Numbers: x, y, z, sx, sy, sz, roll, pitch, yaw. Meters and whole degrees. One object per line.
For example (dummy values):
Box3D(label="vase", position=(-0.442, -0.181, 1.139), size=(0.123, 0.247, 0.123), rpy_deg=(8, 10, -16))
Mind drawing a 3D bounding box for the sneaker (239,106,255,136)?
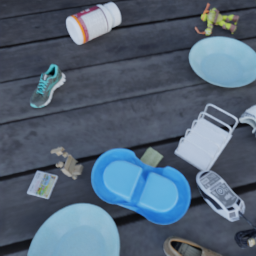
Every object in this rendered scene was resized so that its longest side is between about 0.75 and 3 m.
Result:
Box3D(label="sneaker", position=(5.212, 0.384, 9.708), size=(1.174, 1.115, 2.917), rpy_deg=(-31, 58, -4))

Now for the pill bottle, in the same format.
Box3D(label="pill bottle", position=(-1.548, -4.810, 12.793), size=(2.278, 1.248, 1.248), rpy_deg=(-32, 63, -19))

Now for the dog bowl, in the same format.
Box3D(label="dog bowl", position=(0.354, 1.777, 8.510), size=(2.981, 0.739, 1.662), rpy_deg=(22, 72, 6))

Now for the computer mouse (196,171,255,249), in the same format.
Box3D(label="computer mouse", position=(3.037, 2.374, 8.557), size=(1.389, 0.556, 2.534), rpy_deg=(-22, 57, -31))

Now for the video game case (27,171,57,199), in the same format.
Box3D(label="video game case", position=(-2.804, 1.865, 9.197), size=(0.729, 0.092, 0.801), rpy_deg=(12, 57, 8))

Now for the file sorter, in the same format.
Box3D(label="file sorter", position=(2.681, 0.314, 9.567), size=(1.281, 1.150, 1.847), rpy_deg=(33, 63, 20))

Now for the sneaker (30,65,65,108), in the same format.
Box3D(label="sneaker", position=(-3.262, -1.702, 10.994), size=(0.780, 0.918, 2.012), rpy_deg=(19, 60, 12))

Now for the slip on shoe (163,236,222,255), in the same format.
Box3D(label="slip on shoe", position=(2.013, 3.627, 7.723), size=(2.135, 0.647, 0.812), rpy_deg=(25, 61, 15))

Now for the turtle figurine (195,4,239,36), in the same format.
Box3D(label="turtle figurine", position=(4.276, -5.230, 13.376), size=(1.814, 0.724, 2.249), rpy_deg=(16, 59, 10))

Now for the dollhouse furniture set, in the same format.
Box3D(label="dollhouse furniture set", position=(-2.014, 1.186, 8.892), size=(0.501, 1.132, 0.587), rpy_deg=(-14, 43, 27))

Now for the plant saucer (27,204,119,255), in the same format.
Box3D(label="plant saucer", position=(-1.442, 3.443, 7.650), size=(2.719, 0.523, 2.719), rpy_deg=(-11, 49, 13))

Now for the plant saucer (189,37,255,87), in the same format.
Box3D(label="plant saucer", position=(3.995, -2.668, 11.831), size=(2.929, 0.564, 2.929), rpy_deg=(0, 58, -1))

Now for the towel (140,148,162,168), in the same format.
Box3D(label="towel", position=(0.738, 1.117, 9.577), size=(0.609, 0.150, 0.821), rpy_deg=(32, 69, 15))
